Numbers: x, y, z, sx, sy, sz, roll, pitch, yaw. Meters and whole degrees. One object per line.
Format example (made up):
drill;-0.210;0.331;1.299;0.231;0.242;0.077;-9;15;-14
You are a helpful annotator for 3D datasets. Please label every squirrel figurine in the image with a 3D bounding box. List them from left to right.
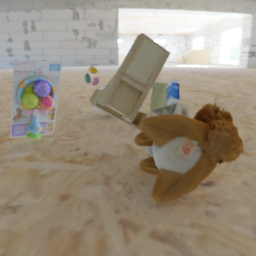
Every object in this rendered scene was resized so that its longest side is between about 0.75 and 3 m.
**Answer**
squirrel figurine;1.488;0.448;7.171;2.637;1.866;2.461;-17;-1;2

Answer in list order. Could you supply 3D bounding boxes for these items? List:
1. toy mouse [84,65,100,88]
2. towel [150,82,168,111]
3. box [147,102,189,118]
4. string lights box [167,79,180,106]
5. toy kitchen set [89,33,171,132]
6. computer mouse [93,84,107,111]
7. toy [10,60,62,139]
toy mouse;-1.822;-2.384;13.717;1.316;1.169;0.255;39;31;31
towel;1.509;-1.258;12.084;1.087;1.465;0.267;9;37;1
box;1.019;-0.280;7.378;0.412;0.495;1.205;15;-19;-35
string lights box;1.649;-1.246;10.310;0.293;0.994;0.511;12;-26;-16
toy kitchen set;0.312;-1.157;8.544;1.985;2.195;2.433;30;-3;-18
computer mouse;-0.652;-1.873;12.379;2.725;0.598;1.494;-47;27;-11
toy;-2.963;-0.805;9.235;1.554;2.699;0.637;-7;35;-37
